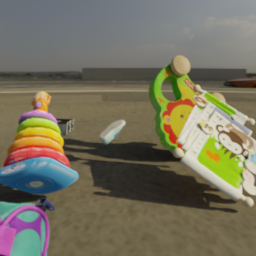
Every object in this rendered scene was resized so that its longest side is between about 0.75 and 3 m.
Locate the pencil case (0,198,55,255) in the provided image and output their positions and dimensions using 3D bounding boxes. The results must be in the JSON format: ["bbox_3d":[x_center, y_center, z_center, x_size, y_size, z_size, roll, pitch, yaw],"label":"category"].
[{"bbox_3d":[-2.422,1.401,3.729,2.766,1.278,1.177,2,42,18],"label":"pencil case"}]

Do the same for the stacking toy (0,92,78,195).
[{"bbox_3d":[-1.945,0.128,6.123,1.372,2.364,1.297,-18,-33,18],"label":"stacking toy"}]

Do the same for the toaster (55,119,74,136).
[{"bbox_3d":[-3.005,-0.054,12.370,1.058,0.628,0.956,1,12,7],"label":"toaster"}]

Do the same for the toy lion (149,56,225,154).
[{"bbox_3d":[1.712,-0.538,8.975,2.632,2.746,0.943,-48,6,-27],"label":"toy lion"}]

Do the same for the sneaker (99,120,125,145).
[{"bbox_3d":[-0.443,0.138,8.446,0.949,0.389,0.351,-37,39,-21],"label":"sneaker"}]

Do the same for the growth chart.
[{"bbox_3d":[2.161,0.273,6.493,2.113,0.259,2.920,29,45,2],"label":"growth chart"}]
